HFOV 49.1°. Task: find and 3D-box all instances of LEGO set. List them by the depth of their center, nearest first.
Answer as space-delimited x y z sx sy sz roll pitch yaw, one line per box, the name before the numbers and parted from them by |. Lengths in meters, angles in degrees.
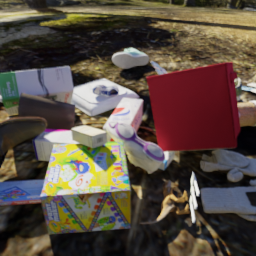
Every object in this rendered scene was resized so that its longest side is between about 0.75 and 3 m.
LEGO set | 1.406 -1.838 9.688 1.285 0.315 0.960 10 46 -52

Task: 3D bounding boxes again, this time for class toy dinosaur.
toy dinosaur | 1.040 2.020 7.163 0.956 0.543 1.799 -10 18 23

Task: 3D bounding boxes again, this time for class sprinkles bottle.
sprinkles bottle | 3.826 -0.448 10.832 2.864 0.977 0.977 -6 30 -9

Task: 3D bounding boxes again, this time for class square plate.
square plate | -1.406 -1.628 13.391 2.809 0.399 2.782 -24 40 -33

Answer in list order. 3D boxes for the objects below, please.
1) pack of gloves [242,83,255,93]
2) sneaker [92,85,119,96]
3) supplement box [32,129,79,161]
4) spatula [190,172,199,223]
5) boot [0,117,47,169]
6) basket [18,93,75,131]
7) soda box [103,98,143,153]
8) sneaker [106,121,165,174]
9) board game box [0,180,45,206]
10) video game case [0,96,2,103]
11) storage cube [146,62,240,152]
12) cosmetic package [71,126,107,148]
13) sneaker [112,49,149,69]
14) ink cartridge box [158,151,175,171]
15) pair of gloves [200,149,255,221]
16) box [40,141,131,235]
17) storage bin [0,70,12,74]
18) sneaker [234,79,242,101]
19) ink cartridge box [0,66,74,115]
pack of gloves | 6.480 -1.933 14.278 1.074 0.252 1.279 -19 27 -21
sneaker | -1.003 -1.679 12.679 1.221 0.459 0.538 -8 33 -10
supplement box | -2.173 0.589 9.191 1.570 0.812 0.795 3 29 9
spatula | 1.526 1.608 6.586 0.101 0.870 1.252 8 11 8
boot | -3.740 0.704 8.261 2.999 1.120 1.454 -19 60 -15
basket | -2.952 -0.420 10.349 1.905 1.718 1.296 3 39 -12
soda box | -0.125 -0.190 10.410 0.854 0.919 2.691 7 30 12
sneaker | 0.083 0.629 8.530 2.074 1.033 0.777 38 44 14
board game box | -2.877 1.780 7.771 1.615 0.157 0.832 -2 29 -4
video game case | -4.835 -1.505 13.432 1.853 0.234 2.034 18 34 29
storage cube | 2.174 -0.703 8.939 2.643 2.376 2.260 -7 9 25
cosmetic package | -1.090 0.233 7.747 0.511 0.361 0.987 -17 23 -42
sneaker | -0.159 -4.499 17.880 2.620 0.964 1.546 -9 35 -35
ink cartridge box | 1.086 0.957 9.021 0.563 0.329 0.778 17 37 28
pair of gloves | 3.261 1.467 8.000 2.349 0.484 2.763 6 30 11
box | -1.006 1.433 7.254 1.993 1.262 2.069 -2 31 -4
storage bin | -6.636 -2.729 15.283 0.746 0.518 1.104 -15 34 -25
sneaker | 4.195 -1.761 13.006 2.413 1.083 0.809 -7 30 -13
ink cartridge box | -3.718 -1.514 11.564 2.719 1.143 1.984 -11 -11 -18
